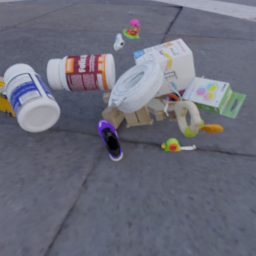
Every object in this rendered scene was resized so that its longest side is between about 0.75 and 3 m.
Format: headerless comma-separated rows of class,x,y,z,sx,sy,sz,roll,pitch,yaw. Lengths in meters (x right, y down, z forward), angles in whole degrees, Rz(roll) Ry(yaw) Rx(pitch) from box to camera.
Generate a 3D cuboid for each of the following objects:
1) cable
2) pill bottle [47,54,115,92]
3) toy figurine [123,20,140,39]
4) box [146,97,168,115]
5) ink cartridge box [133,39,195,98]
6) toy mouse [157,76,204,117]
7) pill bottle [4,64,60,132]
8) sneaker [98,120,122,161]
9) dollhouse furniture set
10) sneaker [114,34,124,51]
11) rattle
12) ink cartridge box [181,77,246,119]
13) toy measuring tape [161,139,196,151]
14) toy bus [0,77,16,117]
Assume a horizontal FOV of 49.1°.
cable,0.246,-1.153,7.741,1.636,0.566,1.636,-30,30,22
pill bottle,-1.544,-1.835,9.433,2.088,1.192,1.192,-1,34,5
toy figurine,0.261,-4.133,11.615,0.751,0.691,0.564,8,50,-26
box,0.668,-0.970,10.206,1.528,0.628,0.522,26,80,12
ink cartridge box,1.176,-1.931,9.134,1.669,1.207,1.229,-16,38,3
toy mouse,1.990,-1.578,11.410,2.306,0.502,2.595,-17,50,19
pill bottle,-3.208,-1.032,9.115,1.290,1.290,2.229,-19,53,-25
sneaker,-0.560,0.261,8.624,0.499,0.713,1.435,-24,66,-6
dollhouse furniture set,0.428,-0.876,9.240,2.567,1.331,1.136,-6,31,29
sneaker,-0.310,-3.533,11.523,0.386,0.334,0.890,-8,58,25
rattle,1.664,-0.471,7.085,0.981,0.894,1.373,-17,49,-4
ink cartridge box,2.314,-0.854,7.664,1.486,0.441,0.771,21,75,37
toy measuring tape,1.633,0.538,9.024,1.120,0.412,0.412,-2,34,-3
toy bus,-5.138,-1.387,11.371,2.838,0.924,1.111,21,39,29
